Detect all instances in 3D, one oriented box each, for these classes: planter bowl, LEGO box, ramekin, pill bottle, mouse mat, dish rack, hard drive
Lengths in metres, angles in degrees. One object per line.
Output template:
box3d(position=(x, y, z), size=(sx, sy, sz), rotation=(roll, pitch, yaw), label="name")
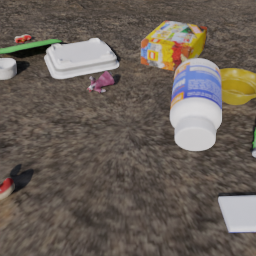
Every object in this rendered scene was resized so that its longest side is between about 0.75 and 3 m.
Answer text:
box3d(position=(3.601, -1.274, 9.415), size=(1.752, 0.730, 1.752), rotation=(0, 39, 0), label="planter bowl")
box3d(position=(1.970, -3.504, 11.845), size=(1.975, 1.023, 2.652), rotation=(18, 43, 20), label="LEGO box")
box3d(position=(-4.761, -2.255, 10.773), size=(0.942, 0.495, 0.942), rotation=(0, 39, 0), label="ramekin")
box3d(position=(1.930, -0.666, 7.988), size=(1.409, 1.409, 2.514), rotation=(7, 53, 8), label="pill bottle")
box3d(position=(-4.320, -3.551, 12.166), size=(2.659, 0.100, 2.140), rotation=(-20, 26, -20), label="mouse mat")
box3d(position=(-1.969, -3.023, 11.634), size=(2.805, 0.611, 2.407), rotation=(-14, 41, -18), label="dish rack")
box3d(position=(2.709, 1.853, 6.087), size=(1.265, 0.160, 0.834), rotation=(-1, 38, -1), label="hard drive")

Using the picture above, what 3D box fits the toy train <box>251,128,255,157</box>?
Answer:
box3d(position=(3.828, 0.232, 7.911), size=(0.519, 0.384, 1.840), rotation=(8, 40, 25), label="toy train")

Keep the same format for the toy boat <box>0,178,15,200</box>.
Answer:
box3d(position=(-3.041, 1.354, 6.265), size=(0.902, 0.590, 0.589), rotation=(-26, 7, -28), label="toy boat")

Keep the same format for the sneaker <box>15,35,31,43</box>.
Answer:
box3d(position=(-4.988, -4.202, 13.337), size=(0.753, 0.290, 0.320), rotation=(-19, 55, -11), label="sneaker")

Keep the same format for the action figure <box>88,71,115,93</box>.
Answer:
box3d(position=(-1.030, -1.621, 9.952), size=(1.026, 0.687, 0.764), rotation=(-30, 18, -6), label="action figure")
